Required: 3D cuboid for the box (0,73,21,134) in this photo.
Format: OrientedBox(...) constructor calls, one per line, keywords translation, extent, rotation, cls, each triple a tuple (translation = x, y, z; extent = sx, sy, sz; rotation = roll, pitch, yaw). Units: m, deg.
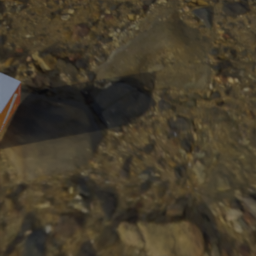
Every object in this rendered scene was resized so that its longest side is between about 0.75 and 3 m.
OrientedBox(translation=(-4.145, -0.540, 8.450), extent=(0.967, 1.234, 1.984), rotation=(23, 56, -9), cls="box")
